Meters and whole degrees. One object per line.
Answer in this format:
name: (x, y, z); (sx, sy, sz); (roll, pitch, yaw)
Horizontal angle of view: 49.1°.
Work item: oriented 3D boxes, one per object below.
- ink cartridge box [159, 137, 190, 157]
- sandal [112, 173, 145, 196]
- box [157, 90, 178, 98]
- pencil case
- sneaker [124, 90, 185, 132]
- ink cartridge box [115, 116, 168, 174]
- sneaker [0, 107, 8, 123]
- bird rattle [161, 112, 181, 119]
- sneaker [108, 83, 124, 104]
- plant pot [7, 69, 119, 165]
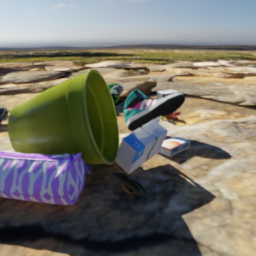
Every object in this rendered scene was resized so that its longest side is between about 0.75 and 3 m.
ink cartridge box: (1.204, 0.481, 9.215); (1.045, 0.323, 1.288); (-18, 29, -41)
sandal: (-0.024, 1.380, 6.684); (1.041, 0.284, 0.426); (24, 7, 37)
box: (2.181, -1.846, 15.481); (1.054, 0.317, 0.615); (-10, 22, -26)
pencil case: (-2.351, 1.048, 6.436); (2.765, 1.182, 1.160); (2, 25, 10)
sneaker: (0.835, -0.979, 10.742); (2.402, 1.004, 1.450); (-27, 54, 2)
ink cartridge box: (0.496, 0.439, 7.821); (0.573, 0.979, 1.688); (41, 47, 23)
sneaker: (-5.581, -0.596, 11.560); (1.116, 0.587, 1.545); (-21, 37, -22)
bird rattle: (1.788, -0.621, 12.055); (0.873, 0.492, 0.712); (1, 4, -6)
sneaker: (-0.791, -1.564, 14.196); (0.979, 0.897, 2.298); (16, 34, 20)
plant pot: (-1.840, -0.066, 7.958); (2.531, 2.629, 2.629); (-11, 18, 13)
